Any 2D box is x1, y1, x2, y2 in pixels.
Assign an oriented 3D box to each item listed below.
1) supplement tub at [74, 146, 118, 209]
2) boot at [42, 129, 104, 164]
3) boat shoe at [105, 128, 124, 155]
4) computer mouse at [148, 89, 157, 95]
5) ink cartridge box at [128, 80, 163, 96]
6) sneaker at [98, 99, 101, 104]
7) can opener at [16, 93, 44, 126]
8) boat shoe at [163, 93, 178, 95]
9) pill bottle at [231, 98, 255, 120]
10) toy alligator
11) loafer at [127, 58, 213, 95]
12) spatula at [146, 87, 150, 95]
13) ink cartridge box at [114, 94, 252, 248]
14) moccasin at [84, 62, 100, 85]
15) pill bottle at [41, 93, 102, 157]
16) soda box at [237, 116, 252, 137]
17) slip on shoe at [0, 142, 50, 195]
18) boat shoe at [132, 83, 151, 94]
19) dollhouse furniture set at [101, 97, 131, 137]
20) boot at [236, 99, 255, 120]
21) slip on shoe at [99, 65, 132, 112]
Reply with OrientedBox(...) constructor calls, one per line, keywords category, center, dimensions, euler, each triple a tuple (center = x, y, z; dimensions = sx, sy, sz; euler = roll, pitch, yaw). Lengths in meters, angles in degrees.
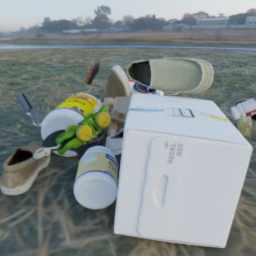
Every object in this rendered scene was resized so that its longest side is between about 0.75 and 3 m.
OrientedBox(category="supplement tub", center=(-0.654, 1.015, 5.983), dimensions=(0.882, 0.882, 1.213), euler=(-1, 27, -2))
OrientedBox(category="boot", center=(-1.212, 0.621, 7.030), dimensions=(1.610, 1.401, 0.557), euler=(-10, 53, -9))
OrientedBox(category="boat shoe", center=(-0.031, 0.293, 8.862), dimensions=(0.670, 0.595, 1.820), euler=(12, 24, 30))
OrientedBox(category="computer mouse", center=(0.538, -0.818, 9.661), dimensions=(0.341, 1.555, 0.853), euler=(30, 26, -1))
OrientedBox(category="ink cartridge box", center=(0.674, -2.214, 14.667), dimensions=(2.431, 0.853, 2.991), euler=(4, 36, 12))
OrientedBox(category="sneaker", center=(-1.122, -0.936, 12.583), dimensions=(0.425, 0.383, 1.037), euler=(-42, 42, -21))
OrientedBox(category="can opener", center=(-2.127, -0.452, 6.161), dimensions=(0.268, 0.336, 1.006), euler=(-10, 56, -50))
OrientedBox(category="boat shoe", center=(2.067, -2.109, 15.432), dimensions=(1.406, 0.440, 0.500), euler=(9, 21, 20))
OrientedBox(category="pill bottle", center=(3.307, -0.528, 7.790), dimensions=(0.784, 0.430, 0.430), euler=(-21, 18, 11))
OrientedBox(category="toy alligator", center=(-0.840, 0.149, 4.689), dimensions=(1.587, 0.381, 0.526), euler=(-38, 23, -30))
OrientedBox(category="loafer", center=(0.888, -1.242, 6.754), dimensions=(2.333, 0.883, 0.797), euler=(10, 17, 42))
OrientedBox(category="spatula", center=(0.709, -1.057, 9.247), dimensions=(0.107, 1.043, 0.295), euler=(7, 45, 20))
OrientedBox(category="ink cartridge box", center=(0.890, 0.622, 5.742), dimensions=(1.997, 2.032, 2.761), euler=(6, 20, 2))
OrientedBox(category="moccasin", center=(-1.202, -1.818, 9.276), dimensions=(0.302, 0.826, 0.319), euler=(13, 16, -47))
OrientedBox(category="pill bottle", center=(-1.638, -0.253, 9.060), dimensions=(1.462, 1.462, 2.676), euler=(2, 21, 6))
OrientedBox(category="soda box", center=(4.213, -0.135, 10.187), dimensions=(0.432, 0.457, 1.349), euler=(7, 22, 18))
OrientedBox(category="slip on shoe", center=(-2.670, 0.802, 7.334), dimensions=(0.907, 0.723, 2.385), euler=(1, 21, 3))
OrientedBox(category="boat shoe", center=(0.599, -1.636, 9.645), dimensions=(0.619, 0.558, 1.722), euler=(27, 35, 5))
OrientedBox(category="dollhouse furniture set", center=(0.254, -0.115, 8.316), dimensions=(2.837, 1.256, 1.471), euler=(5, -10, 42))
OrientedBox(category="boot", center=(5.116, -0.767, 11.766), dimensions=(1.070, 0.599, 1.548), euler=(-24, 30, -37))
OrientedBox(category="slip on shoe", center=(-0.555, -1.046, 9.939), dimensions=(0.860, 2.838, 1.079), euler=(-28, 73, -18))
